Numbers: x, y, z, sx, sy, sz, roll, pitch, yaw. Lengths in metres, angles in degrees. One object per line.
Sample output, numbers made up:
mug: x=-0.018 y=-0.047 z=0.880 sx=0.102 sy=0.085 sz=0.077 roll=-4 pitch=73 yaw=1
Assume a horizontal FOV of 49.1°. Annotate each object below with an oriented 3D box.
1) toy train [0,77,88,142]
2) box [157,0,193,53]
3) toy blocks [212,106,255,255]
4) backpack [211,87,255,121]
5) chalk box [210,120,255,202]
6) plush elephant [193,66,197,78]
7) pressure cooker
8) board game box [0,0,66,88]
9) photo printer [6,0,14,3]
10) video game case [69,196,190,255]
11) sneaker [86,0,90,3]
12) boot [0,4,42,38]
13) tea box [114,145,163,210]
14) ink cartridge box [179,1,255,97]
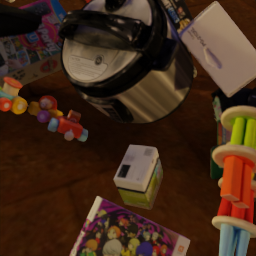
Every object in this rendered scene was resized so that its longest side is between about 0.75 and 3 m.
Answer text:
toy train: x=-1.849 y=-0.441 z=5.604 sx=2.196 sy=0.611 sz=1.649 roll=22 pitch=4 yaw=-21
box: x=0.719 y=-3.798 z=8.157 sx=0.699 sy=2.793 sz=2.814 roll=-43 pitch=55 yaw=8
toy blocks: x=1.644 y=0.962 z=4.203 sx=0.738 sy=1.694 sz=2.033 roll=5 pitch=58 yaw=26
backpack: x=3.227 y=-0.350 z=8.255 sx=1.410 sy=1.069 sz=1.689 roll=-3 pitch=50 yaw=10
chalk box: x=3.152 y=0.637 z=6.774 sx=2.568 sy=1.603 sz=1.592 roll=-6 pitch=16 yaw=-6
plush elephant: x=1.927 y=-1.952 z=9.807 sx=0.801 sy=0.852 sz=1.034 roll=-35 pitch=14 yaw=16
pressure cooker: x=-0.095 y=-1.566 z=6.073 sx=2.434 sy=2.767 sz=2.472 roll=-24 pitch=61 yaw=21
board game box: x=-2.803 y=-2.365 z=7.858 sx=2.658 sy=0.854 sz=1.961 roll=-28 pitch=73 yaw=-18
photo printer: x=-2.872 y=-3.191 z=5.815 sx=1.040 sy=0.865 sz=0.361 roll=31 pitch=78 yaw=-9
video game case: x=-0.029 y=1.238 z=2.506 sx=1.008 sy=0.180 sz=0.913 roll=30 pitch=75 yaw=-16
sneaker: x=-0.893 y=-3.122 z=7.295 sx=2.990 sy=1.727 sz=1.172 roll=39 pitch=42 yaw=-7
boot: x=-3.513 y=-1.845 z=6.583 sx=2.718 sy=2.227 sz=1.006 roll=2 pitch=17 yaw=-28
tea box: x=0.225 y=0.895 z=5.144 sx=0.554 sy=0.816 sz=0.830 roll=6 pitch=47 yaw=25
ink cartridge box: x=1.953 y=-1.715 z=6.033 sx=1.556 sy=0.907 sz=2.150 roll=49 pitch=23 yaw=-5
